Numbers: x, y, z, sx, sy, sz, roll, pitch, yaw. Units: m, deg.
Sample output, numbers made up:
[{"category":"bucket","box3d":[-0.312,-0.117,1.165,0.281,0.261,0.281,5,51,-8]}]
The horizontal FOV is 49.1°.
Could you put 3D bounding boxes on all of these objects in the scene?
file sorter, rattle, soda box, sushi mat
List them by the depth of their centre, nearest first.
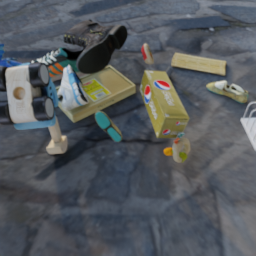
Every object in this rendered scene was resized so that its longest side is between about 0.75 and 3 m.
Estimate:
[{"category":"rattle","box3d":[1.171,0.406,7.282,0.687,1.055,0.754,-47,49,0]},{"category":"soda box","box3d":[0.904,-0.681,7.523,0.666,0.704,2.080,0,43,-16]},{"category":"file sorter","box3d":[4.117,-0.069,8.366,0.901,0.808,1.298,-3,47,-2]},{"category":"sushi mat","box3d":[2.824,-2.570,11.225,2.139,0.129,1.023,13,47,12]}]

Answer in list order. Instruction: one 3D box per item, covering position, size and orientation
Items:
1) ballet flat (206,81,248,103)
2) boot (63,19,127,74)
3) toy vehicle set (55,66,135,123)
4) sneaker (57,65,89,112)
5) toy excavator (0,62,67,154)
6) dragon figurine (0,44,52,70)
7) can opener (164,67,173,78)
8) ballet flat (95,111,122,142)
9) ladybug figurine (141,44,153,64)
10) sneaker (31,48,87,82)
[{"category":"ballet flat","box3d":[3.491,-1.364,9.824,1.497,0.529,0.529,30,53,26]},{"category":"boot","box3d":[-1.490,-2.950,9.878,2.262,0.900,2.599,21,56,33]},{"category":"toy vehicle set","box3d":[-1.224,-1.274,9.833,2.567,0.340,1.595,-28,53,-25]},{"category":"sneaker","box3d":[-1.988,-1.296,9.155,0.931,0.805,2.148,-32,38,6]},{"category":"toy excavator","box3d":[-2.168,-0.386,7.102,1.174,2.286,2.351,-6,1,8]},{"category":"dragon figurine","box3d":[-3.759,-1.870,8.168,2.782,0.819,1.383,-17,66,2]},{"category":"can opener","box3d":[1.340,-1.619,10.232,0.517,0.412,1.546,40,50,-8]},{"category":"ballet flat","box3d":[-0.447,-0.047,6.358,0.308,0.870,0.308,-36,16,12]},{"category":"ladybug figurine","box3d":[0.659,-2.568,9.809,0.282,0.532,0.784,-20,75,20]},{"category":"sneaker","box3d":[-2.720,-2.414,10.372,2.851,1.139,1.018,-13,48,-12]}]
